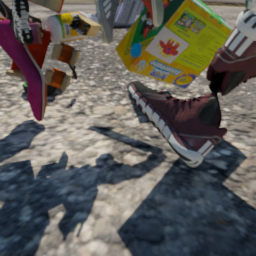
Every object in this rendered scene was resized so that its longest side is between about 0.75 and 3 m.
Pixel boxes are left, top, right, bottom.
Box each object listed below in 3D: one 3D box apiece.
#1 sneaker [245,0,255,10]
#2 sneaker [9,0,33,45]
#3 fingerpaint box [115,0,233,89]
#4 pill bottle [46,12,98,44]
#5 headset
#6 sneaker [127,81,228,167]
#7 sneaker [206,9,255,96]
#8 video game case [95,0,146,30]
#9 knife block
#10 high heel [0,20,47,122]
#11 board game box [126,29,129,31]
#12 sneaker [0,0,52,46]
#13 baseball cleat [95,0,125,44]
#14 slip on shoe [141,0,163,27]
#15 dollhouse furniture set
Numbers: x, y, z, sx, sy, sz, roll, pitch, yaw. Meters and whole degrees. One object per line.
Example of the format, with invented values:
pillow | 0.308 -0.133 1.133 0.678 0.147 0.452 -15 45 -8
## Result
sneaker | 3.146 -3.325 6.872 0.432 0.869 0.338 -11 60 5
sneaker | -2.299 -2.297 5.860 0.484 1.070 0.356 13 27 33
fingerpaint box | 1.286 -2.242 7.289 2.530 2.111 0.928 5 47 -45
pill bottle | -1.651 -3.073 8.508 1.437 0.798 0.798 -24 37 -34
headset | -3.358 -2.133 11.977 2.535 1.191 1.565 -4 28 16
sneaker | 0.986 -0.413 5.270 1.251 0.820 2.166 -41 62 7
sneaker | 2.217 -1.207 5.436 2.464 1.423 0.932 6 40 -51
video game case | -0.288 -4.361 10.491 2.152 0.204 1.538 8 71 30
knife block | -1.133 -2.757 7.805 1.103 0.353 0.968 13 31 -41
high heel | -2.716 -1.373 7.006 1.208 2.513 0.847 -5 2 -11
board game box | 0.976 -4.987 12.463 1.831 1.840 0.399 13 49 -3
sneaker | -3.624 -3.663 9.877 1.038 2.405 0.966 -39 57 3
baseball cleat | -0.541 -3.957 9.199 1.242 2.334 0.814 -12 -2 -7
slip on shoe | 0.379 -2.158 4.725 0.290 0.948 0.351 -14 -1 31
dollhouse furniture set | -2.717 -2.719 8.184 2.795 2.765 1.440 20 16 -8
